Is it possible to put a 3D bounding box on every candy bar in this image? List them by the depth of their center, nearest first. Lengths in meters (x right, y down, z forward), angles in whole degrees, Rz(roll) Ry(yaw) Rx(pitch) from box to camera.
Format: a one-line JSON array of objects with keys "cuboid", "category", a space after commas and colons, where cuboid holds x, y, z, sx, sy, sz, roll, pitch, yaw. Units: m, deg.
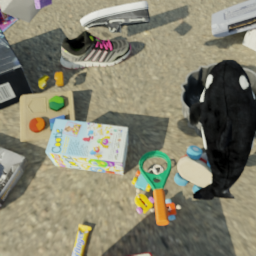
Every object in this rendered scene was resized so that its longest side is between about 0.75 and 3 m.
[{"cuboid": [-1.205, 3.009, 6.716, 0.331, 0.147, 1.326, 9, 56, 6], "category": "candy bar"}]

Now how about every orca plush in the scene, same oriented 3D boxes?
[{"cuboid": [1.663, 0.227, 5.333, 1.524, 2.896, 1.030, 24, 26, 26], "category": "orca plush"}]

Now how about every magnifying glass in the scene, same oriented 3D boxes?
[{"cuboid": [0.589, 1.119, 5.584, 0.685, 0.193, 1.721, -7, 39, 4], "category": "magnifying glass"}]

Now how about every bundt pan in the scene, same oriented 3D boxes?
[{"cuboid": [2.945, -0.642, 8.621, 2.855, 1.072, 2.855, 0, 57, 0], "category": "bundt pan"}]

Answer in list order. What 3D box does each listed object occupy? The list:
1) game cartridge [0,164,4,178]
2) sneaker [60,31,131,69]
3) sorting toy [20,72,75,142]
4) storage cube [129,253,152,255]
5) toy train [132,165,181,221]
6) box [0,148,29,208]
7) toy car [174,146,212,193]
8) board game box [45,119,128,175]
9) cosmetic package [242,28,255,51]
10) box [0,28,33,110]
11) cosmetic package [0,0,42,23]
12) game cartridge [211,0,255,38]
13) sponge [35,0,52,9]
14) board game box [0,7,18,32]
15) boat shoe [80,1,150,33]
[{"cuboid": [-2.250, 0.934, 3.777, 0.755, 0.229, 1.133, -17, 27, 13], "category": "game cartridge"}, {"cuboid": [-1.186, -2.901, 10.081, 2.651, 1.160, 0.978, -10, 57, -7], "category": "sneaker"}, {"cuboid": [-2.593, -0.749, 8.889, 1.722, 0.309, 2.311, -8, 68, -4], "category": "sorting toy"}, {"cuboid": [-0.276, 3.499, 5.443, 1.631, 1.715, 1.908, -4, 57, -3], "category": "storage cube"}, {"cuboid": [0.681, 1.780, 7.412, 1.115, 0.413, 1.485, -10, 60, -8], "category": "toy train"}, {"cuboid": [-3.999, 1.214, 7.725, 1.924, 0.465, 1.523, 19, 58, 12], "category": "box"}, {"cuboid": [2.026, 0.995, 7.702, 1.113, 1.160, 1.259, 28, 32, 17], "category": "toy car"}, {"cuboid": [-1.059, 0.548, 7.789, 2.012, 1.037, 1.055, 7, 62, 5], "category": "board game box"}, {"cuboid": [5.599, -3.257, 10.479, 1.137, 0.896, 2.113, -40, 64, -23], "category": "cosmetic package"}, {"cuboid": [-4.745, -2.009, 9.285, 2.059, 1.485, 2.775, -27, 60, -17], "category": "box"}, {"cuboid": [-2.610, -3.681, 7.427, 1.661, 0.887, 0.749, -29, 71, 28], "category": "cosmetic package"}, {"cuboid": [4.682, -4.332, 10.558, 2.964, 0.606, 1.973, -10, 37, 24], "category": "game cartridge"}, {"cuboid": [-2.027, -3.126, 6.652, 0.121, 0.451, 0.808, 1, 31, 7], "category": "sponge"}, {"cuboid": [-6.054, -4.663, 11.630, 2.333, 0.575, 2.952, 23, 59, 14], "category": "board game box"}, {"cuboid": [-0.284, -2.389, 6.293, 1.560, 0.529, 0.559, -11, 12, 3], "category": "boat shoe"}]
